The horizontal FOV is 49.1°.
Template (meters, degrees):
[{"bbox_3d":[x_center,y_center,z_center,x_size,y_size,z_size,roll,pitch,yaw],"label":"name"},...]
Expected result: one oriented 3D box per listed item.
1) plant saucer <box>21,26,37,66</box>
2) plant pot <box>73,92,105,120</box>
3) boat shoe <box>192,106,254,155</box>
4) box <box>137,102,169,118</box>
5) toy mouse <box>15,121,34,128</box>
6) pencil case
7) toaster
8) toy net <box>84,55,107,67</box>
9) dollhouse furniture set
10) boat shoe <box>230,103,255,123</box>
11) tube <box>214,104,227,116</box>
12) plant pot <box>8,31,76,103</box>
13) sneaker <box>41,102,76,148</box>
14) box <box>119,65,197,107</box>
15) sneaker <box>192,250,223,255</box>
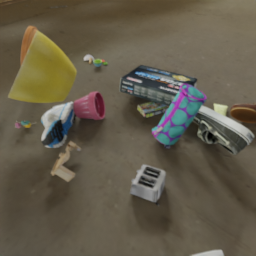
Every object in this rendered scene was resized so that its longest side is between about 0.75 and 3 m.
[{"bbox_3d":[-4.369,-3.314,12.860,0.409,2.533,2.533,7,39,-6],"label":"plant saucer"},{"bbox_3d":[-1.546,-0.805,10.986,0.984,1.100,1.100,-9,37,16],"label":"plant pot"},{"bbox_3d":[2.900,0.016,9.777,0.951,1.056,2.988,-48,29,-1],"label":"boat shoe"},{"bbox_3d":[1.103,-0.813,11.562,1.264,0.219,0.696,-17,42,-21],"label":"box"},{"bbox_3d":[-3.950,-0.116,10.440,0.798,0.709,0.154,-13,77,9],"label":"toy mouse"},{"bbox_3d":[1.656,-0.389,9.452,1.027,2.222,0.946,-3,46,-37],"label":"pencil case"},{"bbox_3d":[0.626,1.653,8.238,0.973,0.577,0.879,16,43,19],"label":"toaster"},{"bbox_3d":[-1.813,-3.697,15.098,0.799,0.294,1.523,-29,47,-31],"label":"toy net"},{"bbox_3d":[-1.959,1.121,9.024,0.552,0.647,1.247,37,35,-19],"label":"dollhouse furniture set"},{"bbox_3d":[5.013,-0.594,10.873,2.109,0.742,0.741,13,54,1],"label":"boat shoe"},{"bbox_3d":[3.685,-0.545,11.181,0.422,0.377,1.453,44,37,-15],"label":"tube"},{"bbox_3d":[-2.850,-1.841,9.784,1.735,2.445,2.445,23,33,-23],"label":"plant pot"},{"bbox_3d":[-2.762,-0.096,10.284,1.093,0.945,2.522,-1,30,9],"label":"sneaker"},{"bbox_3d":[1.358,-1.877,12.265,2.830,0.651,2.249,19,34,19],"label":"box"},{"bbox_3d":[0.995,3.622,5.627,2.931,1.080,1.694,-7,58,-25],"label":"sneaker"}]
